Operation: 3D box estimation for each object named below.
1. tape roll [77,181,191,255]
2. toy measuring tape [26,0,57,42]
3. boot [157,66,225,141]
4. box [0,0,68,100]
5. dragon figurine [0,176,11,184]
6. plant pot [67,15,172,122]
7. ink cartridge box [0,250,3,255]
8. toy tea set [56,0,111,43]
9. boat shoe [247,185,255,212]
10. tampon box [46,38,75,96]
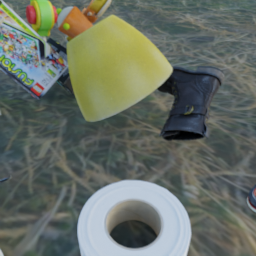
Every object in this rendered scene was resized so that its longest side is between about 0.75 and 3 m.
[{"bbox_3d":[0.087,1.802,4.775,1.878,0.657,1.878,1,38,0],"label":"tape roll"},{"bbox_3d":[-2.791,-3.205,9.339,1.010,2.747,1.010,-4,17,1],"label":"toy measuring tape"},{"bbox_3d":[1.164,-0.546,6.616,2.131,0.738,1.855,2,58,49],"label":"boot"},{"bbox_3d":[-2.651,-1.850,6.734,1.218,2.214,0.384,-54,28,-12],"label":"box"},{"bbox_3d":[-3.095,1.254,5.687,1.399,0.412,0.696,2,37,3],"label":"dragon figurine"},{"bbox_3d":[-0.431,-1.473,6.331,2.341,1.662,2.341,-29,19,11],"label":"plant pot"},{"bbox_3d":[-3.090,1.377,3.921,1.700,2.350,1.730,-29,46,-32],"label":"ink cartridge box"},{"bbox_3d":[-1.522,-3.284,8.274,1.598,0.994,2.687,-56,21,-4],"label":"toy tea set"},{"bbox_3d":[3.366,1.094,5.678,2.193,0.686,0.781,-16,42,-18],"label":"boat shoe"},{"bbox_3d":[-1.997,-1.851,8.676,1.465,1.098,0.925,36,83,17],"label":"tampon box"}]
